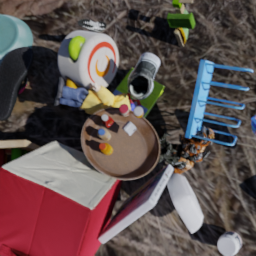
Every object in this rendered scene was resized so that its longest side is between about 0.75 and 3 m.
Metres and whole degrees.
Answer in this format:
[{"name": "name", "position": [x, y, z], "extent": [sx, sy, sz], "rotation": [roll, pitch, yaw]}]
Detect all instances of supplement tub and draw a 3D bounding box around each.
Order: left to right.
[{"name": "supplement tub", "position": [2.781, 3.179, 7.692], "extent": [0.544, 0.775, 0.544], "rotation": [-6, 79, 30]}]

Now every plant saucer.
[{"name": "plant saucer", "position": [-5.076, -3.334, 10.596], "extent": [2.776, 0.499, 2.776], "rotation": [0, 67, 0]}, {"name": "plant saucer", "position": [-0.202, 0.418, 7.168], "extent": [2.062, 0.377, 2.062], "rotation": [9, 56, -13]}]

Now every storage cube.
[{"name": "storage cube", "position": [-1.676, 1.976, 6.875], "extent": [2.225, 2.603, 2.340], "rotation": [21, 108, 11]}]

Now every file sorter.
[{"name": "file sorter", "position": [2.449, -0.683, 7.475], "extent": [1.231, 1.392, 2.006], "rotation": [14, 104, 22]}]

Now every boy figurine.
[{"name": "boy figurine", "position": [-0.941, -0.841, 8.014], "extent": [2.247, 1.397, 0.724], "rotation": [8, 63, -18]}]

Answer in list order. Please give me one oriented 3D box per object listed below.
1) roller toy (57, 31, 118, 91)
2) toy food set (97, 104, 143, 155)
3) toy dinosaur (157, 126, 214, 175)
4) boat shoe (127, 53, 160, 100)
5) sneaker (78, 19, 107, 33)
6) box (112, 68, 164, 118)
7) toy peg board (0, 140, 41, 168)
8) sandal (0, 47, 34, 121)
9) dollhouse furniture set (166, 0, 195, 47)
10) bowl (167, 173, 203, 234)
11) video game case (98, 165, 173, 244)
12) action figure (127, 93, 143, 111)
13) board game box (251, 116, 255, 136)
[{"name": "roller toy", "position": [-1.176, -1.937, 8.131], "extent": [1.220, 1.746, 1.593], "rotation": [21, 41, 32]}, {"name": "toy food set", "position": [-0.267, -0.072, 6.826], "extent": [0.700, 0.659, 1.465], "rotation": [43, 86, 14]}, {"name": "toy dinosaur", "position": [1.514, 0.810, 8.101], "extent": [1.471, 1.107, 2.168], "rotation": [28, 94, -19]}, {"name": "boat shoe", "position": [0.276, -1.206, 7.705], "extent": [0.779, 2.161, 0.766], "rotation": [26, 71, 4]}, {"name": "sneaker", "position": [-1.178, -3.207, 8.928], "extent": [0.939, 0.425, 0.312], "rotation": [-3, 77, -29]}, {"name": "box", "position": [0.075, -0.831, 9.521], "extent": [1.366, 0.534, 2.241], "rotation": [32, 71, 9]}, {"name": "toy peg board", "position": [-3.666, 0.980, 8.041], "extent": [1.976, 1.984, 0.970], "rotation": [-2, 80, -4]}, {"name": "sandal", "position": [-4.071, -1.552, 9.881], "extent": [1.049, 0.629, 2.792], "rotation": [17, 83, 12]}, {"name": "dollhouse furniture set", "position": [2.156, -3.804, 10.041], "extent": [0.857, 1.708, 1.119], "rotation": [14, 76, 29]}, {"name": "bowl", "position": [1.567, 1.971, 7.647], "extent": [0.515, 1.378, 1.380], "rotation": [-27, 24, 11]}, {"name": "video game case", "position": [0.232, 1.881, 7.058], "extent": [0.230, 1.943, 1.768], "rotation": [46, 29, 3]}, {"name": "action figure", "position": [0.295, -0.138, 8.551], "extent": [0.655, 0.518, 2.003], "rotation": [15, 46, -38]}, {"name": "board game box", "position": [3.893, 0.221, 7.945], "extent": [0.285, 1.266, 0.963], "rotation": [-33, 63, 13]}]
